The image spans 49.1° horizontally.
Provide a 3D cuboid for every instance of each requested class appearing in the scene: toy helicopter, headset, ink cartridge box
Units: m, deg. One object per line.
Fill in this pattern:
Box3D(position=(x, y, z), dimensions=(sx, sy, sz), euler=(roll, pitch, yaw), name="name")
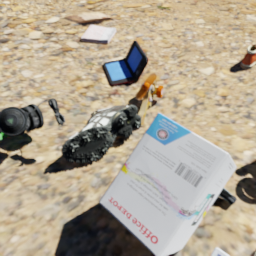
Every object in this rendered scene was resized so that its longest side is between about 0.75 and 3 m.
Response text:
Box3D(position=(0.644, -1.001, 9.712), dimensions=(0.789, 1.323, 2.001), euler=(12, 65, 13), name="toy helicopter")
Box3D(position=(-3.058, -0.098, 8.374), dimensions=(2.519, 1.184, 1.556), euler=(-28, 1, 20), name="headset")
Box3D(position=(0.937, 1.263, 6.232), dimensions=(1.725, 1.717, 2.351), euler=(34, 91, 30), name="ink cartridge box")

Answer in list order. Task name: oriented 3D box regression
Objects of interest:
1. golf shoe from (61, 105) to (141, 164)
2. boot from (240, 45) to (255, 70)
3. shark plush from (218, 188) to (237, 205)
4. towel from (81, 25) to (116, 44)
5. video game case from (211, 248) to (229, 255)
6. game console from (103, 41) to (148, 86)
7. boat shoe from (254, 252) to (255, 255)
Box3D(position=(-0.944, 0.127, 8.831), dimensions=(2.811, 1.093, 1.328), euler=(-29, 32, -27), name="golf shoe")
Box3D(position=(5.574, -3.308, 12.325), dimensions=(0.633, 0.904, 1.686), euler=(27, 49, 28), name="boot")
Box3D(position=(1.744, 0.951, 7.884), dimensions=(2.978, 1.353, 1.240), euler=(25, 18, 30), name="shark plush")
Box3D(position=(-1.501, -4.805, 14.337), dimensions=(1.475, 0.249, 1.545), euler=(9, 44, 10), name="towel")
Box3D(position=(2.124, 3.838, 4.969), dimensions=(2.444, 0.281, 2.227), euler=(29, 66, 28), name="video game case")
Box3D(position=(-0.150, -2.736, 11.651), dimensions=(1.064, 1.545, 1.793), euler=(10, 38, -29), name="game console")
Box3D(position=(2.992, 3.112, 6.055), dimensions=(0.522, 0.445, 1.560), euler=(-8, 25, 47), name="boat shoe")
